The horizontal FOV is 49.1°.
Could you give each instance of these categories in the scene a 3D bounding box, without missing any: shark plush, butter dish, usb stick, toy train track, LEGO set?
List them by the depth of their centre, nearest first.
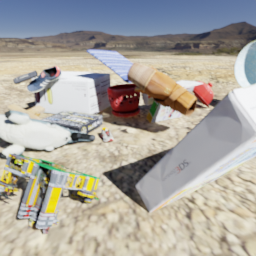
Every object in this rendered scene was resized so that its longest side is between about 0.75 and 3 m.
[{"bbox_3d":[-1.476,1.161,4.916,1.804,1.045,1.387,13,-8,25],"label":"LEGO set"},{"bbox_3d":[-2.261,-0.019,7.627,2.755,1.252,1.148,-4,18,-18],"label":"shark plush"},{"bbox_3d":[-3.732,-0.101,9.158,1.485,0.421,2.589,26,33,16],"label":"toy train track"},{"bbox_3d":[-3.525,-1.733,9.629,0.865,0.240,0.141,-21,-10,-1],"label":"usb stick"},{"bbox_3d":[3.221,-1.581,11.908,1.145,0.848,1.148,32,19,-53],"label":"butter dish"}]

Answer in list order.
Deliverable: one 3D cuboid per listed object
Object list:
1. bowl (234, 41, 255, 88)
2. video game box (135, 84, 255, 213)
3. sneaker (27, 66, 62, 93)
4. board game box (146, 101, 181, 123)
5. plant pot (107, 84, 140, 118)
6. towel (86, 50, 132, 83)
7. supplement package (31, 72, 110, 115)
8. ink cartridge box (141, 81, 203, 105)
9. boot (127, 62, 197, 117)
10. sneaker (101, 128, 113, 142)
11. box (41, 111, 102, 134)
[{"bbox_3d":[5.291,-2.290,10.751,1.097,2.038,2.038,0,14,-42],"label":"bowl"},{"bbox_3d":[1.746,0.250,4.582,2.564,2.815,0.659,-14,65,-31],"label":"video game box"},{"bbox_3d":[-3.050,-1.788,10.004,1.394,0.522,0.589,-37,-8,-8],"label":"sneaker"},{"bbox_3d":[1.468,-0.763,10.078,1.452,1.111,0.293,-11,50,-32],"label":"board game box"},{"bbox_3d":[-0.144,-1.057,10.825,1.262,1.149,1.262,-2,19,1],"label":"plant pot"},{"bbox_3d":[-0.281,-2.186,10.015,2.145,0.256,1.553,41,32,27],"label":"towel"},{"bbox_3d":[-2.262,-1.458,11.576,2.548,1.413,1.984,6,21,21],"label":"supplement package"},{"bbox_3d":[1.544,-1.236,10.234,1.798,0.531,2.247,-16,13,-4],"label":"ink cartridge box"},{"bbox_3d":[1.228,-1.146,8.692,2.061,1.018,2.654,33,5,13],"label":"boot"},{"bbox_3d":[-0.655,0.206,8.349,0.306,0.323,0.787,-8,20,-22],"label":"sneaker"},{"bbox_3d":[-1.879,-0.171,9.261,1.643,0.403,1.324,8,23,25],"label":"box"}]
